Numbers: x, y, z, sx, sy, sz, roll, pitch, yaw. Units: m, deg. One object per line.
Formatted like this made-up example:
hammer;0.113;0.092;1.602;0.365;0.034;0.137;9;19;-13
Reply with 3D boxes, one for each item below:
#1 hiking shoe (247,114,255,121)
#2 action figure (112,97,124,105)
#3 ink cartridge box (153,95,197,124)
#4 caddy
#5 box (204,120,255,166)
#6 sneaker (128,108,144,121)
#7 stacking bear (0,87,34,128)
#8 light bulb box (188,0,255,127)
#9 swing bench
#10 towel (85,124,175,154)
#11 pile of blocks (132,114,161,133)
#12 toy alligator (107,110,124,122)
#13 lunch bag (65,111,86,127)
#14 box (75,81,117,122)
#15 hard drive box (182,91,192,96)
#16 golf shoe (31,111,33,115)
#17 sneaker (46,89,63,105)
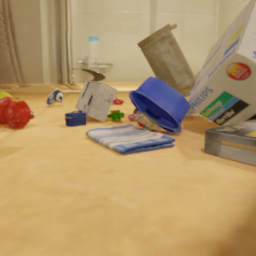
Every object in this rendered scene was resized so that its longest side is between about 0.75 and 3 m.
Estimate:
hiking shoe;4.037;-0.644;9.967;0.841;1.118;2.222;-2;11;-38
action figure;-0.888;-1.622;16.764;0.618;0.488;1.888;-3;13;-41
ink cartridge box;2.153;-0.899;11.139;2.833;0.666;2.799;-10;10;-1
caddy;0.922;-0.626;8.637;1.955;1.026;1.382;37;-15;7
box;3.317;0.307;6.628;2.436;0.589;1.929;-9;15;-39
sneaker;0.290;-0.550;11.020;0.978;0.428;0.361;-16;-16;-46
stacking bear;-4.451;-0.695;9.878;2.453;1.395;1.490;18;14;27
light bulb box;3.418;-1.852;8.272;1.753;2.810;2.785;29;-28;-2
swing bench;1.749;-2.785;11.785;1.714;2.628;2.642;-25;12;24
towel;-0.017;0.253;7.751;1.690;0.274;2.301;-7;14;-29
pile of blocks;0.506;-0.022;8.335;0.998;0.410;0.310;33;48;2
toy alligator;-0.528;-0.481;10.945;0.395;0.432;1.456;-11;7;-33
lunch bag;-1.865;-0.354;10.107;0.796;0.527;0.541;-9;14;-37
box;-1.408;-1.158;11.603;0.721;1.399;2.399;22;3;-25
hard drive box;2.168;-1.369;13.948;2.602;0.999;2.028;-5;12;-25
golf shoe;-4.388;-0.466;11.297;1.113;0.429;0.490;-5;35;-25
sneaker;-4.046;-1.535;15.483;0.463;1.149;0.841;25;22;-51
